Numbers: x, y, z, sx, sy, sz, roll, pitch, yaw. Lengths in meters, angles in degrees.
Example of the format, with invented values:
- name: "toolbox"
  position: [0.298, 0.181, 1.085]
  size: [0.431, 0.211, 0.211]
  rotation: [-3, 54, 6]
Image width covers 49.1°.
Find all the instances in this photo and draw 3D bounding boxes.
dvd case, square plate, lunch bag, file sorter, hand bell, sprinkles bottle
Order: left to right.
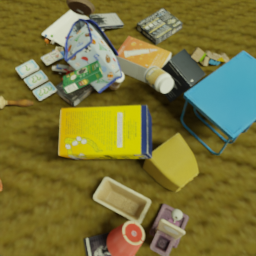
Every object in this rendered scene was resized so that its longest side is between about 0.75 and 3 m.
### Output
- name: "hand bell"
  position: [-4.280, -0.921, 10.158]
  size: [1.610, 0.838, 0.838]
  rotation: [-1, 60, -14]
- name: "square plate"
  position: [-2.316, -4.109, 12.056]
  size: [2.003, 0.285, 1.984]
  rotation: [32, 66, 16]
- name: "lunch bag"
  position: [-1.120, -2.460, 9.073]
  size: [1.233, 1.693, 1.991]
  rotation: [-30, 42, 15]
- name: "dvd case"
  position: [-0.970, -4.664, 12.222]
  size: [1.289, 0.159, 0.968]
  rotation: [-12, 54, -22]
- name: "dvd case"
  position: [-0.529, 3.486, 7.944]
  size: [1.313, 0.105, 0.976]
  rotation: [-13, 62, -7]
- name: "sprinkles bottle"
  position: [-0.431, -1.664, 9.918]
  size: [0.408, 1.196, 0.408]
  rotation: [1, 84, -10]
- name: "file sorter"
  position: [3.421, -0.766, 9.370]
  size: [2.838, 1.741, 1.969]
  rotation: [-36, 67, -17]

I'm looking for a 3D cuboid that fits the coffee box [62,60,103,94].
- name: "coffee box"
  position: [-1.212, -1.354, 7.460]
  size: [1.099, 0.242, 0.676]
  rotation: [-25, 38, 5]

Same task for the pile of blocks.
- name: "pile of blocks"
  position: [3.256, -2.816, 11.316]
  size: [1.531, 0.629, 0.476]
  rotation: [11, 18, -4]

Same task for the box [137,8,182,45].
- name: "box"
  position: [1.361, -4.431, 12.178]
  size: [1.580, 0.388, 1.274]
  rotation: [-37, 66, -18]

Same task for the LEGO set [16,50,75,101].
- name: "LEGO set"
  position: [-2.793, -2.305, 10.557]
  size: [2.392, 0.587, 1.787]
  rotation: [-34, 69, -19]

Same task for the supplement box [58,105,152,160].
- name: "supplement box"
  position: [-0.555, 0.188, 7.688]
  size: [2.334, 1.270, 1.278]
  rotation: [-2, 78, 10]

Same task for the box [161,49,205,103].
- name: "box"
  position: [1.628, -1.695, 9.311]
  size: [0.780, 1.495, 1.106]
  rotation: [-39, 91, -24]

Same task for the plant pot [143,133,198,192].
- name: "plant pot"
  position: [1.387, 1.201, 8.618]
  size: [1.263, 1.271, 1.300]
  rotation: [-34, 73, -17]

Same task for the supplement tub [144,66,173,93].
- name: "supplement tub"
  position: [0.935, -1.474, 8.580]
  size: [0.599, 0.599, 0.828]
  rotation: [-30, 48, -16]

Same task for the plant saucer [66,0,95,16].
- name: "plant saucer"
  position: [-1.534, -3.880, 8.997]
  size: [0.932, 0.932, 0.137]
  rotation: [10, 82, 5]

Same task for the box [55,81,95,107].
- name: "box"
  position: [-1.943, -1.539, 10.586]
  size: [1.043, 0.318, 1.316]
  rotation: [36, 66, 21]

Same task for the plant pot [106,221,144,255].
- name: "plant pot"
  position: [-0.019, 2.831, 7.144]
  size: [0.872, 0.772, 0.872]
  rotation: [18, 42, -17]

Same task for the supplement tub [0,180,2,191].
- name: "supplement tub"
  position: [-5.074, 1.862, 8.059]
  size: [2.420, 1.483, 1.483]
  rotation: [-25, 64, -14]

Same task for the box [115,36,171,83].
- name: "box"
  position: [0.559, -2.567, 10.841]
  size: [1.841, 0.897, 1.145]
  rotation: [25, 65, 14]

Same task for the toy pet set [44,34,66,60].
- name: "toy pet set"
  position: [-2.881, -3.206, 11.214]
  size: [0.919, 0.858, 0.488]
  rotation: [5, 53, -2]

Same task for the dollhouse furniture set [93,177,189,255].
- name: "dollhouse furniture set"
  position: [0.102, 2.494, 7.413]
  size: [2.801, 1.988, 2.219]
  rotation: [25, 64, 13]
